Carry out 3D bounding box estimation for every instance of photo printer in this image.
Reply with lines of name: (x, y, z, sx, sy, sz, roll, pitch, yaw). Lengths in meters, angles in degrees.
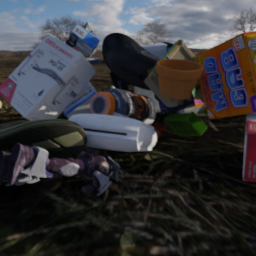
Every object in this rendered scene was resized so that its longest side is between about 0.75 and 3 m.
photo printer: (-0.333, 0.142, 6.547, 1.746, 0.729, 2.099, 6, -2, 14)

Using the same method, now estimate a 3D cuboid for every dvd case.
dvd case: (1.697, -1.823, 10.527, 0.236, 2.694, 1.922, -13, 20, 3)

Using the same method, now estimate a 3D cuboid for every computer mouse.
computer mouse: (0.304, -1.890, 8.656, 2.835, 1.963, 0.747, 31, 49, 4)

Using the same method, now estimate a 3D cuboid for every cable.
cable: (-2.176, -2.846, 10.519, 0.621, 1.199, 2.469, 10, -28, -43)

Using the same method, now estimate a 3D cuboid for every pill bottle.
pill bottle: (-0.161, -0.546, 8.335, 1.122, 1.122, 2.112, 12, 4, 36)

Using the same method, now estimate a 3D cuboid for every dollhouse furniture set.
dollhouse furniture set: (1.458, -1.065, 7.939, 1.516, 2.315, 1.162, -50, 18, -14)

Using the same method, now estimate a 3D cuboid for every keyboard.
keyboard: (-0.191, -1.548, 9.814, 0.169, 1.314, 0.789, -13, -13, -42)

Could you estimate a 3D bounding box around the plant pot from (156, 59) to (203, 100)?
plant pot: (1.154, -1.123, 6.544, 1.055, 0.739, 1.055, 3, 26, -2)

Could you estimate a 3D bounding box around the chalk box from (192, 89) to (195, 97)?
chalk box: (2.672, -2.265, 15.057, 1.436, 1.429, 2.309, 12, 19, 42)

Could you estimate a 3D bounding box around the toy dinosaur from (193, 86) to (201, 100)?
toy dinosaur: (3.567, -1.254, 12.840, 1.295, 0.974, 1.908, 21, -2, -11)

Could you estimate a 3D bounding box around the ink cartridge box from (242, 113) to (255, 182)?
ink cartridge box: (3.812, 0.439, 5.779, 2.623, 1.087, 1.925, 5, 16, 23)

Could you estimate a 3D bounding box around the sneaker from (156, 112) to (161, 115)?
sneaker: (1.080, -0.787, 11.696, 0.630, 0.522, 1.321, -23, 16, 0)

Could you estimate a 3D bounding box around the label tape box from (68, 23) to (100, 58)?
label tape box: (-1.469, -2.717, 9.035, 0.868, 0.401, 1.212, 35, -17, -11)

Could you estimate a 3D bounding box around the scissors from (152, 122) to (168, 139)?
scissors: (1.054, -0.011, 8.360, 2.043, 0.142, 0.747, -15, 35, -34)

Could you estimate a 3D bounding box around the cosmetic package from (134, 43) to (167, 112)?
cosmetic package: (0.796, -1.781, 10.118, 1.191, 2.349, 0.837, -6, 21, -3)

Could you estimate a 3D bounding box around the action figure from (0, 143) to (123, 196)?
action figure: (-1.131, 0.754, 5.263, 2.346, 0.814, 1.527, 9, -3, -40)

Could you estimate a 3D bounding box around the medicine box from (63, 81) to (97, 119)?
medicine box: (-1.558, -0.818, 9.639, 1.274, 0.720, 1.398, -37, 32, 0)

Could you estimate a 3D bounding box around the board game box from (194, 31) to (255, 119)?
board game box: (3.007, -1.302, 6.945, 1.726, 1.724, 1.724, -15, 2, -23)

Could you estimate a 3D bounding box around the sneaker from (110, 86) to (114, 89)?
sneaker: (-1.023, -2.236, 16.675, 0.298, 0.478, 0.811, 6, 18, 15)

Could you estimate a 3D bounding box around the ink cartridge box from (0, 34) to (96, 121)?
ink cartridge box: (-2.627, -1.522, 9.058, 1.891, 2.581, 1.068, 36, -7, 29)

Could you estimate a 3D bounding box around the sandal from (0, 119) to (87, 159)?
sandal: (-2.251, 0.263, 5.511, 2.887, 1.146, 0.824, -10, 43, 6)

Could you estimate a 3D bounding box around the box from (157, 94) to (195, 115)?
box: (1.400, -0.863, 8.311, 1.012, 0.714, 0.399, -15, 10, 5)

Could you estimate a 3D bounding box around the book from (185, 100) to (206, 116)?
book: (3.145, -0.854, 11.513, 1.590, 0.382, 1.062, 7, 29, 17)
